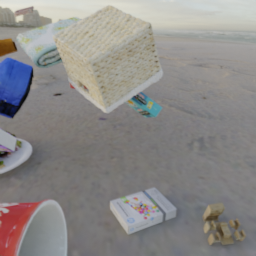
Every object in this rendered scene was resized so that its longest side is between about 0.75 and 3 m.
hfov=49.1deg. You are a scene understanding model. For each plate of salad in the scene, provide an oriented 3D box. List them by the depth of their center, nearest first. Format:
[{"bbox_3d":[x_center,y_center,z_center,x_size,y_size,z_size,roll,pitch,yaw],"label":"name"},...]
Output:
[{"bbox_3d":[-4.682,0.785,9.134,2.927,0.703,2.927,-1,23,0],"label":"plate of salad"}]

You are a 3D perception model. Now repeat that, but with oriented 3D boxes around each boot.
[{"bbox_3d":[-4.548,-2.645,9.944,1.197,0.588,1.672,-15,-3,-20],"label":"boot"}]

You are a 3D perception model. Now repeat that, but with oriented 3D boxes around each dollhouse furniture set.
[{"bbox_3d":[2.035,2.206,6.247,0.733,0.556,0.836,-4,45,-9],"label":"dollhouse furniture set"}]

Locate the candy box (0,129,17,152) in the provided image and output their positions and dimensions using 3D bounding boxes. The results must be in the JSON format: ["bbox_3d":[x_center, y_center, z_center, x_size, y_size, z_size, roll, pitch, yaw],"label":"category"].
[{"bbox_3d":[-3.432,0.276,6.763,1.071,0.383,0.898,2,-19,7],"label":"candy box"}]

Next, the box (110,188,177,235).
[{"bbox_3d":[0.353,1.981,6.845,1.316,0.271,1.026,-12,25,-24],"label":"box"}]

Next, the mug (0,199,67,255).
[{"bbox_3d":[-2.754,2.194,4.190,2.944,1.964,2.613,0,15,8],"label":"mug"}]

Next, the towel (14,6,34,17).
[{"bbox_3d":[-3.961,-4.417,10.649,0.741,0.125,0.776,-24,18,-17],"label":"towel"}]

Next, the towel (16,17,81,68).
[{"bbox_3d":[-2.272,-2.924,9.363,2.415,0.581,2.067,-26,44,-20],"label":"towel"}]

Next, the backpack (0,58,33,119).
[{"bbox_3d":[-3.572,-1.226,8.227,1.334,1.590,1.292,20,48,-33],"label":"backpack"}]

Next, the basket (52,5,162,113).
[{"bbox_3d":[-0.541,-2.003,7.869,2.190,1.762,2.171,-35,50,-18],"label":"basket"}]

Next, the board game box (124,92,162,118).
[{"bbox_3d":[0.172,-0.980,9.289,1.712,0.402,1.292,36,-5,-9],"label":"board game box"}]

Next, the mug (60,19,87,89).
[{"bbox_3d":[-1.884,-3.155,11.996,1.809,2.712,2.407,-7,18,-15],"label":"mug"}]
